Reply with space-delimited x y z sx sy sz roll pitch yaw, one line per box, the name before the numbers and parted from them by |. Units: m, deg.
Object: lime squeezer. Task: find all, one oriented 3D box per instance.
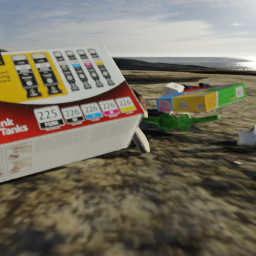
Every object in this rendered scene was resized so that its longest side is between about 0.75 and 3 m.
lime squeezer | 1.189 -0.229 7.243 2.453 0.463 0.866 2 -27 30

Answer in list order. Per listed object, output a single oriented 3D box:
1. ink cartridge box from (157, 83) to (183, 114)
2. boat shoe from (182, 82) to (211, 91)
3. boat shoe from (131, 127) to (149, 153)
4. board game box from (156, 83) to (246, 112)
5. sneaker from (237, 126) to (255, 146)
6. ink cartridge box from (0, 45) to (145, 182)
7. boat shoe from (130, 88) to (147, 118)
ink cartridge box | 1.539 -1.074 10.057 0.518 0.901 1.242 22 21 13
boat shoe | 3.553 -1.796 13.317 2.176 0.747 0.916 -5 15 -18
boat shoe | 0.031 0.075 6.067 0.407 1.296 0.471 -36 -29 11
board game box | 1.813 -0.766 7.261 1.400 0.369 1.830 -19 12 -29
sneaker | 2.864 0.185 6.114 0.910 0.452 0.355 4 -9 -4
ink cartridge box | -1.464 -0.551 4.743 2.618 1.098 2.299 -14 60 -28
boat shoe | 0.193 -0.930 9.656 0.903 0.901 2.502 -1 14 -3
